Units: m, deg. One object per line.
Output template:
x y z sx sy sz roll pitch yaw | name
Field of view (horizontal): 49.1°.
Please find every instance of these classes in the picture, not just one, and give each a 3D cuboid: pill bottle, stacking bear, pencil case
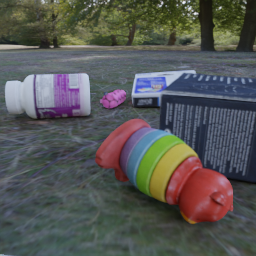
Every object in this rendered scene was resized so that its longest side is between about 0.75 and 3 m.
-2.456 -0.996 8.813 2.450 1.375 1.375 -4 19 -10 | pill bottle
0.614 0.679 4.104 1.857 1.056 1.128 31 -11 36 | stacking bear
-0.529 -1.106 10.372 0.601 0.582 1.283 -6 12 20 | pencil case

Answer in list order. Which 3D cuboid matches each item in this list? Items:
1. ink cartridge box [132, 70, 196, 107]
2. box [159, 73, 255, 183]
1.505 -1.569 10.966 2.578 0.613 2.609 -2 25 6 | ink cartridge box
2.153 -0.170 5.936 2.529 1.595 2.573 6 20 19 | box
